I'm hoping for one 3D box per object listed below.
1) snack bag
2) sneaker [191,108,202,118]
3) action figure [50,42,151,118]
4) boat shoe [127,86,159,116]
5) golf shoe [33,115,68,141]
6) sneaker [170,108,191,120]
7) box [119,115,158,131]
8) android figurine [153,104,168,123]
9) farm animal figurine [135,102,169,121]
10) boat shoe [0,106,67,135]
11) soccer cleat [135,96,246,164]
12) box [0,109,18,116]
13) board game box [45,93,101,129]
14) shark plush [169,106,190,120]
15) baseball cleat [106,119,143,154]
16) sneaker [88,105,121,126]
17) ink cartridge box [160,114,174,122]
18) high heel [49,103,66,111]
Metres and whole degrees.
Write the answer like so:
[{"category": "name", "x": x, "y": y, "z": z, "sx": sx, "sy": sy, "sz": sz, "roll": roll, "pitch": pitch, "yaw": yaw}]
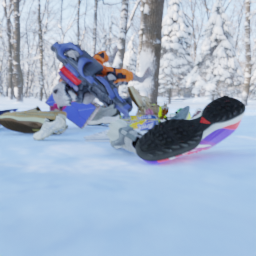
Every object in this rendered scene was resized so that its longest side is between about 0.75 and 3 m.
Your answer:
[{"category": "snack bag", "x": 0.038, "y": 0.201, "z": 7.765, "sx": 1.958, "sy": 0.210, "sz": 1.846, "roll": 1, "pitch": 5, "yaw": 21}, {"category": "sneaker", "x": 2.658, "y": -0.101, "z": 9.702, "sx": 1.146, "sy": 0.662, "sz": 0.434, "roll": 39, "pitch": -11, "yaw": 9}, {"category": "action figure", "x": -0.663, "y": -1.043, "z": 7.035, "sx": 2.572, "sy": 2.659, "sz": 1.391, "roll": -26, "pitch": -25, "yaw": -32}, {"category": "boat shoe", "x": 0.640, "y": -1.088, "z": 11.963, "sx": 0.605, "sy": 1.863, "sz": 0.672, "roll": -37, "pitch": 16, "yaw": -7}, {"category": "golf shoe", "x": -2.181, "y": -0.021, "z": 7.627, "sx": 1.095, "sy": 0.532, "sz": 0.429, "roll": -21, "pitch": 19, "yaw": 14}, {"category": "sneaker", "x": 2.926, "y": -0.735, "z": 15.668, "sx": 0.676, "sy": 0.763, "sz": 1.825, "roll": -4, "pitch": 6, "yaw": -28}, {"category": "box", "x": 0.379, "y": -0.177, "z": 10.360, "sx": 1.418, "sy": 0.497, "sz": 0.456, "roll": -2, "pitch": 25, "yaw": -15}, {"category": "android figurine", "x": 1.254, "y": -0.665, "z": 13.374, "sx": 1.168, "sy": 0.264, "sz": 1.283, "roll": -36, "pitch": 51, "yaw": -16}, {"category": "farm animal figurine", "x": 0.971, "y": -0.585, "z": 11.152, "sx": 1.271, "sy": 0.663, "sz": 1.257, "roll": 6, "pitch": 27, "yaw": 8}, {"category": "boat shoe", "x": -3.099, "y": -0.313, "z": 9.231, "sx": 2.280, "sy": 0.868, "sz": 0.817, "roll": 6, "pitch": -29, "yaw": 7}, {"category": "soccer cleat", "x": 1.208, "y": 0.191, "z": 5.239, "sx": 2.371, "sy": 0.868, "sz": 0.809, "roll": -25, "pitch": 46, "yaw": -23}, {"category": "box", "x": -5.492, "y": -0.345, "z": 10.822, "sx": 2.287, "sy": 0.371, "sz": 1.386, "roll": -13, "pitch": 0, "yaw": -34}, {"category": "board game box", "x": -2.046, "y": -0.910, "z": 10.893, "sx": 1.634, "sy": 0.993, "sz": 2.050, "roll": 36, "pitch": 5, "yaw": -5}, {"category": "shark plush", "x": 1.710, "y": -0.394, "z": 10.377, "sx": 1.532, "sy": 0.638, "sz": 0.696, "roll": -12, "pitch": 39, "yaw": -31}, {"category": "baseball cleat", "x": 0.003, "y": 0.306, "z": 5.782, "sx": 0.873, "sy": 0.572, "sz": 1.640, "roll": 35, "pitch": -3, "yaw": 11}, {"category": "sneaker", "x": -1.240, "y": -0.616, "z": 12.794, "sx": 2.486, "sy": 0.986, "sz": 0.919, "roll": -6, "pitch": 3, "yaw": 40}, {"category": "ink cartridge box", "x": 2.031, "y": -0.497, "z": 14.849, "sx": 1.037, "sy": 0.440, "sz": 0.755, "roll": 0, "pitch": 5, "yaw": -16}, {"category": "high heel", "x": -2.355, "y": -0.487, "z": 9.287, "sx": 0.427, "sy": 0.609, "sz": 1.269, "roll": 2, "pitch": -6, "yaw": -40}]
